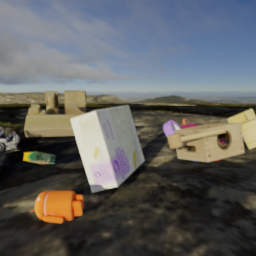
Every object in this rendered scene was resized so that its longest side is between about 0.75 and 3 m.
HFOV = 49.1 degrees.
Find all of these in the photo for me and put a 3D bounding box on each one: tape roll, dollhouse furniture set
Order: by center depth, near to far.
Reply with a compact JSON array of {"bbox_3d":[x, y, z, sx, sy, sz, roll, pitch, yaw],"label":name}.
[{"bbox_3d":[1.724,0.199,10.420,0.318,0.969,0.969,-37,-10,26],"label":"tape roll"},{"bbox_3d":[-3.485,-0.065,14.128,2.802,2.400,2.946,-1,42,-11],"label":"dollhouse furniture set"}]

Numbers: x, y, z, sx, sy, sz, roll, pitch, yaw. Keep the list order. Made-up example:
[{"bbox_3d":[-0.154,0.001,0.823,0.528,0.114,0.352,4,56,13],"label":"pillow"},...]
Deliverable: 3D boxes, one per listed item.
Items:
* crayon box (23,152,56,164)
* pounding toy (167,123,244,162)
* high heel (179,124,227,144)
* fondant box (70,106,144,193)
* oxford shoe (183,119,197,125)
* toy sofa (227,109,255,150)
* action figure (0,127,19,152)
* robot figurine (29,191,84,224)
[{"bbox_3d":[-2.397,0.811,7.453,0.553,0.227,0.880,19,-18,-40],"label":"crayon box"},{"bbox_3d":[2.031,0.496,7.563,2.173,0.994,1.909,-9,3,-25],"label":"pounding toy"},{"bbox_3d":[2.450,0.311,10.520,1.108,0.777,2.304,-13,11,-44],"label":"high heel"},{"bbox_3d":[-0.359,0.358,6.484,0.634,1.571,2.178,-15,2,20],"label":"fondant box"},{"bbox_3d":[2.839,-0.019,12.861,0.627,0.613,1.719,-7,18,13],"label":"oxford shoe"},{"bbox_3d":[4.863,0.159,10.945,1.168,1.376,2.820,-25,2,13],"label":"toy sofa"},{"bbox_3d":[-4.464,0.453,9.967,1.172,0.625,1.801,4,10,-15],"label":"action figure"},{"bbox_3d":[-1.118,1.237,4.445,0.802,0.577,0.468,-1,-28,2],"label":"robot figurine"}]
